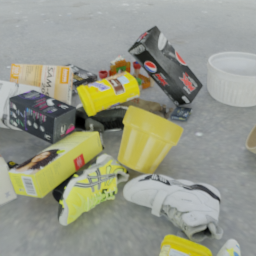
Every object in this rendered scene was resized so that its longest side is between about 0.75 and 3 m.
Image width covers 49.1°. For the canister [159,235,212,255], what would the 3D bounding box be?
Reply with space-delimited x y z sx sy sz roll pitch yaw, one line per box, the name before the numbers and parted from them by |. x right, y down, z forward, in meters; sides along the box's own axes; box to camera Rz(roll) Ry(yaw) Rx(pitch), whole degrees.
canister | 0.951 2.876 5.326 1.018 0.593 1.371 14 38 19

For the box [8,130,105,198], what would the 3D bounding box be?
box | -1.786 0.844 7.616 1.017 0.677 2.702 -2 20 30

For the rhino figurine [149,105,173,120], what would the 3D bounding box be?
rhino figurine | 0.860 -0.341 9.931 1.504 0.658 0.450 -20 61 -23

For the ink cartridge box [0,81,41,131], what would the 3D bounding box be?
ink cartridge box | -4.114 -0.775 9.638 1.972 0.826 1.431 10 64 -5

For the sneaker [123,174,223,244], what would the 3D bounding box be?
sneaker | 1.016 1.874 6.481 2.377 0.893 1.366 7 32 3

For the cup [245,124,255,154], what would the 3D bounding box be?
cup | 4.843 0.219 8.088 1.629 2.278 2.278 38 43 6

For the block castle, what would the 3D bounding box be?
block castle | -0.026 -2.311 12.426 2.310 1.084 1.544 -22 40 -29

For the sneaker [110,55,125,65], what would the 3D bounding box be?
sneaker | -0.559 -3.657 14.970 0.896 0.419 0.315 -18 39 -25

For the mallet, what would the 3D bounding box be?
mallet | -2.341 1.285 7.806 2.564 0.528 0.845 18 36 32

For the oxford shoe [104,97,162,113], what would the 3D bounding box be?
oxford shoe | 0.118 -0.889 10.476 2.320 0.868 0.817 2 42 5

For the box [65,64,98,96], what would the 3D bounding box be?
box | -2.666 -2.234 12.798 2.079 0.517 1.640 28 43 35

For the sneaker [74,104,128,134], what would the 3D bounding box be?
sneaker | -0.857 -0.166 9.417 2.687 0.893 1.216 8 35 23

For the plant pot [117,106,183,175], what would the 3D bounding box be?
plant pot | 0.477 0.399 7.717 1.623 1.527 1.623 24 0 0

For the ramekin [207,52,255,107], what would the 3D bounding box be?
ramekin | 4.612 -2.023 11.694 2.746 1.441 2.746 0 34 0

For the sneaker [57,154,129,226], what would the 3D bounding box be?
sneaker | -0.803 1.493 6.967 0.927 0.915 2.426 23 38 18

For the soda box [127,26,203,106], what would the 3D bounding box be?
soda box | 1.448 -2.236 10.536 1.059 2.993 0.948 -53 22 -23

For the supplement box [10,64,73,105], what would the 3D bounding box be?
supplement box | -3.351 -1.650 10.879 2.254 0.829 1.421 2 79 -1

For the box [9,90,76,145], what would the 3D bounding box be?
box | -2.549 -0.357 8.337 1.697 0.900 1.037 22 30 18

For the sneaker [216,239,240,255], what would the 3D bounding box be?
sneaker | 1.961 3.061 5.071 1.025 0.739 1.952 26 48 15

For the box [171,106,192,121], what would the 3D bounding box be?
box | 2.018 -0.543 10.582 0.611 0.198 0.775 10 33 25

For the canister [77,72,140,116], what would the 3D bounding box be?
canister | -0.665 -1.166 9.223 1.794 0.777 1.333 -22 30 -11

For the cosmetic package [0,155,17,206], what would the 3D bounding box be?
cosmetic package | -4.271 0.969 7.515 1.448 1.222 2.802 -24 41 -33
